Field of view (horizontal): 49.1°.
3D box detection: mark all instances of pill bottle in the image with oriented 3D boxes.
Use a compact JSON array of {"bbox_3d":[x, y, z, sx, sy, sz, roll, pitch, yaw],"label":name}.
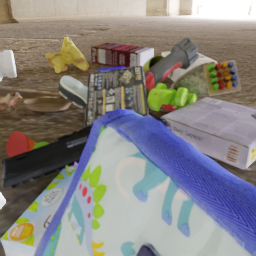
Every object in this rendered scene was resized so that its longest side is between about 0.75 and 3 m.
[{"bbox_3d":[-5.835,-2.392,10.880,2.641,1.479,1.479,-9,27,-17],"label":"pill bottle"}]

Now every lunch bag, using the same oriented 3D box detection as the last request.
[{"bbox_3d":[0.457,1.398,1.777,1.654,2.596,2.207,-15,31,-29],"label":"lunch bag"},{"bbox_3d":[2.169,-1.471,9.310,1.603,0.942,1.314,-25,8,10],"label":"lunch bag"}]

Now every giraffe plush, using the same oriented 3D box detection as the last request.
[{"bbox_3d":[-2.889,-3.163,12.868,1.429,1.762,1.520,-37,44,-3],"label":"giraffe plush"}]

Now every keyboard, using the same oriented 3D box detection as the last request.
[{"bbox_3d":[-0.844,0.332,5.413,2.995,0.384,1.798,-19,15,-21],"label":"keyboard"}]

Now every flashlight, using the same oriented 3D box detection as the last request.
[{"bbox_3d":[1.127,-1.666,8.883,2.809,0.951,0.954,-39,82,-21],"label":"flashlight"}]

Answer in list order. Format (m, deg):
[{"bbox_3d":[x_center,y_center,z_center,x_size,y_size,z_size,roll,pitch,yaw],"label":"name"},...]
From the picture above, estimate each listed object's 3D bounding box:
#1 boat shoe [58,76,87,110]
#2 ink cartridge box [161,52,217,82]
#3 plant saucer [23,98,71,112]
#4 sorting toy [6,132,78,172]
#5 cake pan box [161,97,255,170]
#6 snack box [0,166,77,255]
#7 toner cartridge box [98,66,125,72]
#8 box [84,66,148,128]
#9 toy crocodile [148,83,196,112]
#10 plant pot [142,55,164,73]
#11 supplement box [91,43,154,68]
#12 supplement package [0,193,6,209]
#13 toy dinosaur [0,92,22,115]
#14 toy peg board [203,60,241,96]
[{"bbox_3d":[-1.294,-0.865,8.387,1.758,0.530,0.665,38,48,2],"label":"boat shoe"},{"bbox_3d":[2.515,-2.591,11.915,1.622,0.936,2.220,-6,26,-12],"label":"ink cartridge box"},{"bbox_3d":[-2.483,-0.723,8.647,1.425,0.210,1.425,2,15,-1],"label":"plant saucer"},{"bbox_3d":[-1.726,0.585,6.010,1.862,0.646,0.641,18,4,24],"label":"sorting toy"},{"bbox_3d":[2.318,-0.051,7.065,2.394,0.626,2.205,22,31,38],"label":"cake pan box"},{"bbox_3d":[-0.653,1.331,4.169,1.496,0.600,1.773,5,25,18],"label":"snack box"},{"bbox_3d":[-0.418,-1.764,10.538,1.114,0.506,2.346,-10,27,-9],"label":"toner cartridge box"},{"bbox_3d":[-0.305,-0.787,7.561,1.610,0.491,1.998,-10,51,7],"label":"box"},{"bbox_3d":[1.319,-0.747,7.968,0.827,0.756,2.450,17,6,27],"label":"toy crocodile"},{"bbox_3d":[0.992,-2.403,11.518,0.993,0.993,1.062,-13,8,-25],"label":"plant pot"},{"bbox_3d":[-0.295,-3.641,14.125,2.808,0.855,1.528,16,31,26],"label":"supplement box"},{"bbox_3d":[-3.265,0.607,3.829,1.658,1.652,2.827,-49,45,-13],"label":"supplement package"},{"bbox_3d":[-3.932,-0.730,8.484,1.084,0.687,1.600,-9,12,-38],"label":"toy dinosaur"},{"bbox_3d":[2.768,-1.502,8.145,0.923,0.927,0.454,-10,-8,6],"label":"toy peg board"}]
